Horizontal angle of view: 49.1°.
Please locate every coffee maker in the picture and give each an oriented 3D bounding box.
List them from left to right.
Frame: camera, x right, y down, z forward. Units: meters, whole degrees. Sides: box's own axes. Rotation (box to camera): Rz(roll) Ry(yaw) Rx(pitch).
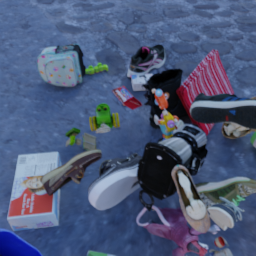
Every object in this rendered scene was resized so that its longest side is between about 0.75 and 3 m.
[{"bbox_3d":[1.109,0.908,7.279,1.261,1.798,1.872,48,37,15],"label":"coffee maker"}]

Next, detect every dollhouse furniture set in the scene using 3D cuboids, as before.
[{"bbox_3d":[-1.590,0.494,9.440,0.968,0.486,0.634,25,47,-34],"label":"dollhouse furniture set"}]

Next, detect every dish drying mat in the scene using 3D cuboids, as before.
[{"bbox_3d":[0.140,-0.824,9.634,0.448,1.168,0.106,36,78,-10],"label":"dish drying mat"}]

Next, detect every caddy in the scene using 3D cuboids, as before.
[{"bbox_3d":[-2.412,3.158,5.355,1.418,2.702,1.910,-17,45,8],"label":"caddy"}]

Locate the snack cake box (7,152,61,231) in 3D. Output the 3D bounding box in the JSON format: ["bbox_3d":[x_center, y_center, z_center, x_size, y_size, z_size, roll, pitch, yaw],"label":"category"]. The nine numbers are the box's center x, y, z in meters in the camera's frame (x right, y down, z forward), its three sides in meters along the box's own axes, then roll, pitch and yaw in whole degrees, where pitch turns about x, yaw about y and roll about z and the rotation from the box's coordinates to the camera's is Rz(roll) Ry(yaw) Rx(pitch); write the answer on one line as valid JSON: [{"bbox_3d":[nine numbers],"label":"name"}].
[{"bbox_3d":[-2.584,1.735,7.997,1.211,0.708,2.106,-4,46,-6],"label":"snack cake box"}]

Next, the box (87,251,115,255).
[{"bbox_3d":[-0.090,3.495,5.794,2.220,0.403,1.602,4,30,17],"label":"box"}]

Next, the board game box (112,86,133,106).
[{"bbox_3d":[-0.168,-1.317,11.458,0.561,0.106,1.089,-22,49,-19],"label":"board game box"}]

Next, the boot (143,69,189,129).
[{"bbox_3d":[1.645,-1.160,9.835,2.412,1.976,0.893,-24,45,-18],"label":"boot"}]

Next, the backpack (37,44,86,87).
[{"bbox_3d":[-2.836,-2.538,11.630,1.823,1.602,1.397,2,42,8],"label":"backpack"}]

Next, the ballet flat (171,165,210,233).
[{"bbox_3d":[1.235,1.411,5.615,0.482,0.476,1.417,-24,72,-2],"label":"ballet flat"}]

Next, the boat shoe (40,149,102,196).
[{"bbox_3d":[-1.420,1.202,7.439,1.776,0.641,0.639,-28,71,-10],"label":"boat shoe"}]

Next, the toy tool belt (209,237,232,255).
[{"bbox_3d":[1.755,2.537,5.346,0.485,0.477,0.777,6,53,-57],"label":"toy tool belt"}]

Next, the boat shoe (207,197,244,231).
[{"bbox_3d":[1.796,1.566,5.127,0.430,1.389,0.520,-45,58,-8],"label":"boat shoe"}]

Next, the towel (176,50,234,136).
[{"bbox_3d":[2.905,-1.249,10.055,0.329,2.114,2.923,-3,37,48],"label":"towel"}]

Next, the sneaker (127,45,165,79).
[{"bbox_3d":[0.945,-3.217,12.620,1.056,1.135,2.630,23,49,19],"label":"sneaker"}]

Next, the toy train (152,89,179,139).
[{"bbox_3d":[1.099,-0.387,8.052,0.449,1.613,1.211,-20,61,-6],"label":"toy train"}]

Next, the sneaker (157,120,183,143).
[{"bbox_3d":[1.316,0.324,8.940,0.731,0.505,1.315,-7,51,39],"label":"sneaker"}]

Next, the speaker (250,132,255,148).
[{"bbox_3d":[4.960,0.803,8.796,0.933,0.933,2.110,-25,50,-23],"label":"speaker"}]

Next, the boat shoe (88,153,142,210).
[{"bbox_3d":[-0.251,1.201,7.387,0.977,1.031,2.948,34,24,22],"label":"boat shoe"}]

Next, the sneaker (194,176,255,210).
[{"bbox_3d":[2.644,1.875,7.324,2.122,0.816,0.940,-22,55,41],"label":"sneaker"}]

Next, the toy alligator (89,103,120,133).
[{"bbox_3d":[-0.687,-0.320,7.818,0.822,0.752,2.772,-9,3,-2],"label":"toy alligator"}]

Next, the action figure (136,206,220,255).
[{"bbox_3d":[1.263,2.452,6.707,1.199,1.333,1.790,-53,24,-7],"label":"action figure"}]

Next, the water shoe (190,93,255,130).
[{"bbox_3d":[2.862,-0.589,7.386,2.365,0.845,0.933,7,44,19],"label":"water shoe"}]

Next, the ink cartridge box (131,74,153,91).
[{"bbox_3d":[0.643,-1.923,11.836,0.938,0.393,0.680,-5,42,-5],"label":"ink cartridge box"}]

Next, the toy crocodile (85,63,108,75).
[{"bbox_3d":[-1.458,-2.626,12.630,1.139,0.352,0.385,-18,48,-11],"label":"toy crocodile"}]

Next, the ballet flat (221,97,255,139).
[{"bbox_3d":[3.548,-0.148,8.658,0.901,2.759,0.973,-26,73,-3],"label":"ballet flat"}]
